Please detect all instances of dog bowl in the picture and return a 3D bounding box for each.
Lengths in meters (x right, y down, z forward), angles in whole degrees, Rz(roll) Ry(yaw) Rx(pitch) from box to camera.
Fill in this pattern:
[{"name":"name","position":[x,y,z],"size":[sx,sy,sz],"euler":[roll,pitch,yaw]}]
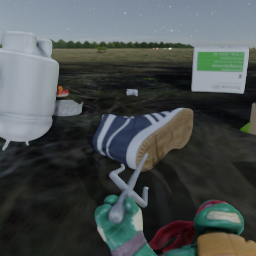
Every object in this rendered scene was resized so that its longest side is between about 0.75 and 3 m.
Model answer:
[{"name":"dog bowl","position":[-2.299,-0.741,10.305],"size":[1.280,0.375,1.280],"euler":[0,17,0]}]

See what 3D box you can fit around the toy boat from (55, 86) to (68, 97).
[{"name":"toy boat","position":[-3.307,-1.804,13.745],"size":[0.755,0.494,0.493],"euler":[-9,18,-28]}]

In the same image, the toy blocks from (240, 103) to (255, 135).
[{"name":"toy blocks","position":[4.043,-0.426,7.096],"size":[1.135,1.552,2.271],"euler":[-8,18,-26]}]

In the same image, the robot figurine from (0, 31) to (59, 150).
[{"name":"robot figurine","position":[-2.396,-0.809,6.377],"size":[1.457,2.581,2.189],"euler":[12,6,26]}]

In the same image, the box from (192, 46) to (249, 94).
[{"name":"box","position":[5.007,-3.286,15.484],"size":[2.723,2.344,2.737],"euler":[5,19,17]}]

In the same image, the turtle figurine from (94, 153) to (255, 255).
[{"name":"turtle figurine","position":[0.830,1.162,2.045],"size":[2.038,1.371,2.722],"euler":[-11,30,9]}]

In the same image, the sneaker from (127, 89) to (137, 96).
[{"name":"sneaker","position":[0.197,-1.748,13.893],"size":[0.501,0.327,0.871],"euler":[-2,11,-4]}]

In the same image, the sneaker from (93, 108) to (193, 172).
[{"name":"sneaker","position":[0.399,0.044,6.544],"size":[1.510,0.976,2.784],"euler":[13,24,33]}]
